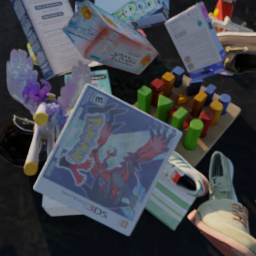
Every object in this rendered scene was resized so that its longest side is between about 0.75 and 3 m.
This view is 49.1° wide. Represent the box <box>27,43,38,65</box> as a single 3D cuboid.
[{"bbox_3d":[-2.916,-2.358,9.153,0.547,0.226,0.932,3,53,-45],"label":"box"}]

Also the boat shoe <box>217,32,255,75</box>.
[{"bbox_3d":[3.080,-1.957,7.660,2.985,1.072,0.889,10,65,43],"label":"boat shoe"}]

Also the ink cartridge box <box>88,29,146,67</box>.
[{"bbox_3d":[-0.772,-3.560,11.519,2.631,0.888,1.532,-20,58,-13],"label":"ink cartridge box"}]

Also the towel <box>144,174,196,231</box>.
[{"bbox_3d":[1.288,1.837,8.303,1.410,0.216,1.849,34,62,20],"label":"towel"}]

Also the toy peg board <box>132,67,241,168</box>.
[{"bbox_3d":[1.903,-0.804,9.334,2.955,1.445,2.943,37,64,21],"label":"toy peg board"}]

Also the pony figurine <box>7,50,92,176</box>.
[{"bbox_3d":[-1.802,-0.401,6.197,1.890,2.191,2.270,9,26,-23],"label":"pony figurine"}]

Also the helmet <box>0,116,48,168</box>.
[{"bbox_3d":[-3.143,0.459,8.478,1.520,1.449,1.520,-35,33,27],"label":"helmet"}]

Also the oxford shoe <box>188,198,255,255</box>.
[{"bbox_3d":[1.477,1.414,4.227,0.736,2.079,0.767,45,86,0],"label":"oxford shoe"}]

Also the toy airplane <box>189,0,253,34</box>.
[{"bbox_3d":[2.849,-3.248,8.628,1.625,1.152,1.632,-26,74,-24],"label":"toy airplane"}]

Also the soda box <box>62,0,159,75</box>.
[{"bbox_3d":[-0.286,-2.067,6.852,0.866,2.723,0.931,-43,73,22],"label":"soda box"}]

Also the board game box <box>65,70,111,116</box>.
[{"bbox_3d":[-1.403,-1.081,10.088,1.615,0.502,2.139,-8,57,-6],"label":"board game box"}]

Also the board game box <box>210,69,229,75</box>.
[{"bbox_3d":[4.072,-3.377,11.611,2.757,0.537,2.179,-35,63,-21],"label":"board game box"}]

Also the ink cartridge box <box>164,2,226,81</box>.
[{"bbox_3d":[1.670,-2.016,6.770,0.346,0.984,1.648,-41,109,-40],"label":"ink cartridge box"}]

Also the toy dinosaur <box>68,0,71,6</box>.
[{"bbox_3d":[-2.344,-4.296,9.597,0.767,0.413,1.741,-2,93,-4],"label":"toy dinosaur"}]

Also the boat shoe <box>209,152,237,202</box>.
[{"bbox_3d":[2.128,1.362,6.585,0.646,0.557,1.795,-27,32,35],"label":"boat shoe"}]

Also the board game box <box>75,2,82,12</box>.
[{"bbox_3d":[-1.552,-4.174,10.358,0.798,0.173,0.794,1,91,-25],"label":"board game box"}]

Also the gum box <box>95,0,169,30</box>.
[{"bbox_3d":[0.073,-4.030,8.000,2.136,0.560,2.515,-3,80,26],"label":"gum box"}]

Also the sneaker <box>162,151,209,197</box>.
[{"bbox_3d":[1.154,1.040,6.855,1.763,0.824,0.621,38,101,24],"label":"sneaker"}]

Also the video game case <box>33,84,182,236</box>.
[{"bbox_3d":[-0.347,0.567,4.900,1.881,0.237,2.065,27,90,-3],"label":"video game case"}]

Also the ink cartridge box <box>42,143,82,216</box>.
[{"bbox_3d":[-1.526,1.357,8.195,1.616,0.913,2.205,-3,56,-2],"label":"ink cartridge box"}]

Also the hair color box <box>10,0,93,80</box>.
[{"bbox_3d":[-2.286,-2.977,8.253,1.386,0.839,2.772,-29,103,-33],"label":"hair color box"}]
